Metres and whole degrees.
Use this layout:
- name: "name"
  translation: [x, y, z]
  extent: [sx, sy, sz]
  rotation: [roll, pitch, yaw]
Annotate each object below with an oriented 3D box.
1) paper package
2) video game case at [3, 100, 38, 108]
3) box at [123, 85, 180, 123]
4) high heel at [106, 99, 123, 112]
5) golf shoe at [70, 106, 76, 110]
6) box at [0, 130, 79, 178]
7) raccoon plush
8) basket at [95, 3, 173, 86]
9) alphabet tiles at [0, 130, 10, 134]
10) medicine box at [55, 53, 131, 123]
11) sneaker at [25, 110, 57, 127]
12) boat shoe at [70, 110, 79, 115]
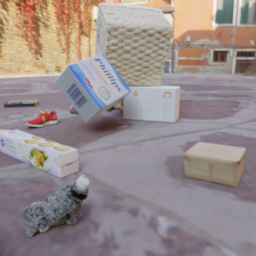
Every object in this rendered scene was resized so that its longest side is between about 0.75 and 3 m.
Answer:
- name: "paper package"
  translation: [1.944, 0.758, 6.254]
  extent: [1.131, 0.585, 1.078]
  rotation: [7, 15, 29]
- name: "video game case"
  translation: [-5.990, -1.374, 15.783]
  extent: [1.620, 0.207, 1.464]
  rotation: [-3, 14, -10]
- name: "box"
  translation: [1.003, -1.071, 11.986]
  extent: [2.245, 1.396, 1.094]
  rotation: [5, 14, 18]
- name: "high heel"
  translation: [-0.109, -1.239, 14.110]
  extent: [1.908, 0.681, 1.360]
  rotation: [-5, 18, 20]
- name: "golf shoe"
  translation: [-2.511, -1.068, 14.295]
  extent: [0.900, 0.339, 0.412]
  rotation: [-5, 12, -26]
- name: "box"
  translation: [-2.335, 0.579, 7.052]
  extent: [2.804, 0.543, 0.581]
  rotation: [12, 18, 40]
- name: "raccoon plush"
  translation: [-1.123, 1.083, 4.102]
  extent: [0.793, 1.183, 0.572]
  rotation: [-11, 46, -36]
- name: "basket"
  translation: [0.147, -3.365, 11.679]
  extent: [2.824, 2.799, 2.271]
  rotation: [-1, 39, -14]
- name: "alphabet tiles"
  translation: [-4.496, 0.193, 9.670]
  extent: [0.834, 0.061, 0.816]
  rotation: [2, 13, 9]
- name: "medicine box"
  translation: [-1.175, -1.442, 9.786]
  extent: [1.004, 1.776, 1.950]
  rotation: [-36, 2, 42]
- name: "sneaker"
  translation: [-3.385, -0.381, 10.858]
  extent: [0.551, 0.608, 1.432]
  rotation: [10, 17, 34]
- name: "boat shoe"
  translation: [-2.332, -0.760, 13.188]
  extent: [0.840, 0.239, 0.281]
  rotation: [-8, 16, -30]
